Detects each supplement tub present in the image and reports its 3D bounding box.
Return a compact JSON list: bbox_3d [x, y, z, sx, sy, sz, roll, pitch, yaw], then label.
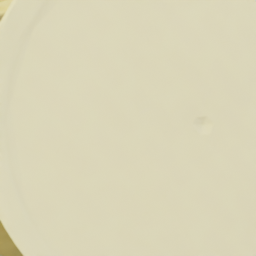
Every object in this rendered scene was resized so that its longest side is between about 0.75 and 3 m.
[{"bbox_3d":[-0.045,-0.039,1.211,0.984,0.984,1.362,-1,3,-16],"label":"supplement tub"}]

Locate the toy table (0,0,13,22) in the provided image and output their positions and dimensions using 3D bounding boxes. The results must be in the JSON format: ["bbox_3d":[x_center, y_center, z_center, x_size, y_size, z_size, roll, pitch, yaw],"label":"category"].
[{"bbox_3d":[-1.663,-0.674,2.968,2.557,2.351,1.498,-28,-11,1],"label":"toy table"}]
